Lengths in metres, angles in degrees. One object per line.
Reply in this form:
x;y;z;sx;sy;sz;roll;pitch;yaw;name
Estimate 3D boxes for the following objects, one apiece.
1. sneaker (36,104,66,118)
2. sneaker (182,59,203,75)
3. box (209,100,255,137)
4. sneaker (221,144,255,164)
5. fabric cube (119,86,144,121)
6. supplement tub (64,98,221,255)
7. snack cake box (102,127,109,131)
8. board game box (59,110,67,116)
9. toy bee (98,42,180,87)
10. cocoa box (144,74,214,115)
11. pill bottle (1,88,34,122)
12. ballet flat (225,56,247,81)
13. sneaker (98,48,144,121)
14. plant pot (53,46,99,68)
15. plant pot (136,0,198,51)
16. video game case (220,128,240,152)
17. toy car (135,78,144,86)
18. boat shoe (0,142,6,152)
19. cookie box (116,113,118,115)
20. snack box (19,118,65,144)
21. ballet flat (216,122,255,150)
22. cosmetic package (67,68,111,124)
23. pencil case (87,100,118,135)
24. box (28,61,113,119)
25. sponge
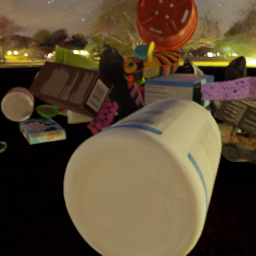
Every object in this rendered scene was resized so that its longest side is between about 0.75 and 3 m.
-3.046;-0.932;11.805;1.665;0.639;0.698;-16;33;-1;sneaker
2.416;-2.024;10.251;0.477;1.290;0.512;-6;46;47;sneaker
3.720;-0.166;7.557;2.916;0.716;2.351;26;16;6;box
2.987;0.698;7.210;1.193;0.444;0.519;15;4;37;sneaker
0.344;-0.939;11.113;1.261;1.281;1.285;1;16;13;fabric cube
0.476;0.609;4.622;1.898;1.898;2.878;6;16;22;supplement tub
-0.083;0.222;7.165;1.087;0.625;0.365;-11;51;26;snack cake box
-2.659;-0.717;12.365;0.994;0.170;0.668;12;19;33;board game box
0.385;-1.771;8.594;2.468;1.615;1.341;-12;52;17;toy bee
1.723;-0.891;9.223;1.621;1.595;2.431;9;18;28;cocoa box
-4.599;-1.070;11.800;1.183;1.183;2.110;-5;17;-17;pill bottle
3.948;-1.254;10.123;0.822;2.893;0.962;-42;53;-19;ballet flat
-0.139;-1.297;9.754;1.041;2.969;1.218;-17;9;16;sneaker
-2.896;-2.962;16.134;2.856;2.967;2.967;8;14;-14;plant pot
1.057;-3.237;8.020;1.977;1.977;1.923;3;13;10;plant pot
1.714;0.278;8.691;2.618;0.316;2.872;12;21;36;video game case
-0.107;-1.829;12.489;1.501;1.442;1.828;-30;-23;16;toy car
-3.885;0.547;7.546;0.509;0.397;1.121;4;14;30;boat shoe
-0.823;-0.802;12.268;1.113;0.418;0.952;-9;17;-31;cookie box
-2.925;0.057;9.383;1.104;0.353;1.901;-9;18;-28;snack box
2.769;0.157;7.609;1.871;0.598;0.708;13;20;-24;ballet flat
-1.473;-1.142;10.281;1.520;1.828;1.529;-5;1;-18;cosmetic package
-0.753;-0.337;8.611;0.607;0.588;1.297;9;39;12;pencil case
-1.738;-1.162;8.326;2.330;1.167;0.873;19;-13;31;box
3.145;-0.773;5.812;2.806;0.419;1.565;-1;4;-14;sponge
